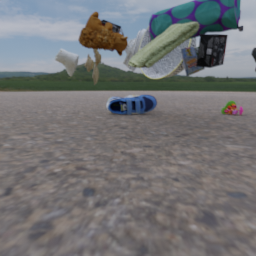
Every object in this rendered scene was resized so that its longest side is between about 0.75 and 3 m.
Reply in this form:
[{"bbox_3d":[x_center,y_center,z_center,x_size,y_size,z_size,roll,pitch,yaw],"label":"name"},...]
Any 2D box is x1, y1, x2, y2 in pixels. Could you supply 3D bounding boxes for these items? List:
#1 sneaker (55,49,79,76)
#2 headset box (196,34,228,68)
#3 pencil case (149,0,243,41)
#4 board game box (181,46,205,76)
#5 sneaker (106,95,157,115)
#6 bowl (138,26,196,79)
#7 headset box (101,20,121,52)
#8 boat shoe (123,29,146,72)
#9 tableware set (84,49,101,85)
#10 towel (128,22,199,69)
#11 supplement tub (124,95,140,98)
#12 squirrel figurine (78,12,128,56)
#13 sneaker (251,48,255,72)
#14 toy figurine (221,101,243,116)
[{"bbox_3d":[-2.727,-2.903,12.288,0.961,0.613,1.663,23,-21,-8],"label":"sneaker"},{"bbox_3d":[2.701,-2.469,8.902,0.504,0.972,1.306,16,25,32],"label":"headset box"},{"bbox_3d":[2.113,-3.392,8.944,2.840,1.208,1.312,-6,-18,26],"label":"pencil case"},{"bbox_3d":[2.550,-2.576,10.237,1.451,0.448,1.450,-21,-19,25],"label":"board game box"},{"bbox_3d":[0.137,-1.153,14.726,2.737,1.012,1.126,-4,13,11],"label":"sneaker"},{"bbox_3d":[1.942,-3.407,12.208,1.395,2.973,2.973,10,1,-40],"label":"bowl"},{"bbox_3d":[-1.045,-4.609,14.220,1.023,1.375,0.531,23,38,7],"label":"headset box"},{"bbox_3d":[0.256,-4.012,14.435,0.954,1.074,2.919,28,-29,2],"label":"boat shoe"},{"bbox_3d":[-1.633,-3.251,13.568,0.249,1.795,2.149,7,-21,7],"label":"tableware set"},{"bbox_3d":[0.891,-2.254,7.660,1.952,0.356,1.448,-36,21,-3],"label":"towel"},{"bbox_3d":[0.410,-1.426,16.231,1.286,0.935,0.935,-6,11,-36],"label":"supplement tub"},{"bbox_3d":[-0.757,-2.820,8.990,1.432,1.086,1.534,26,34,-3],"label":"squirrel figurine"},{"bbox_3d":[5.615,-2.962,12.244,0.575,1.083,0.405,20,2,31],"label":"sneaker"},{"bbox_3d":[5.483,-0.909,14.502,0.965,0.724,0.888,-25,25,-12],"label":"toy figurine"}]
